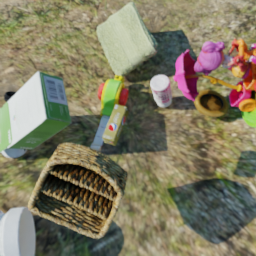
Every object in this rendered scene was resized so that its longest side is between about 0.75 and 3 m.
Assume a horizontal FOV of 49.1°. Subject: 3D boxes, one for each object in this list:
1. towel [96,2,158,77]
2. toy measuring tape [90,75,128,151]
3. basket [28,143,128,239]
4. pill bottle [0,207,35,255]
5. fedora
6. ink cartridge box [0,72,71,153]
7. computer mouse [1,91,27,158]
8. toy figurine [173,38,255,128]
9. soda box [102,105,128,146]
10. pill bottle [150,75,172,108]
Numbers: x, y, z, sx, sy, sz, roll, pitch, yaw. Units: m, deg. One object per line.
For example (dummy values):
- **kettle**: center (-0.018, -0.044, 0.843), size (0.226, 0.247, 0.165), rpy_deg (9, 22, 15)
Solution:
- **towel**: center (-0.130, -3.016, 9.572), size (1.805, 0.444, 2.433), rpy_deg (-33, 63, 22)
- **toy measuring tape**: center (-0.612, -0.629, 8.504), size (0.977, 0.977, 2.655), rpy_deg (14, 62, 8)
- **basket**: center (-0.882, 1.149, 5.361), size (1.584, 1.131, 1.180), rpy_deg (26, 37, -4)
- **pill bottle**: center (-3.633, 2.644, 6.184), size (2.823, 1.634, 1.634), rpy_deg (-8, 60, -5)
- **fedora**: center (2.564, -0.689, 8.829), size (1.120, 0.457, 1.120), rpy_deg (4, 57, -7)
- **ink cartridge box**: center (-2.713, -0.243, 7.619), size (2.591, 0.768, 1.345), rpy_deg (-30, 65, 34)
- **computer mouse**: center (-3.308, -0.251, 8.527), size (1.317, 0.527, 2.403), rpy_deg (-1, 59, -1)
- **toy figurine**: center (2.640, -1.509, 7.510), size (2.675, 2.907, 2.182), rpy_deg (11, 55, -6)
- **soda box**: center (-0.258, -0.059, 5.798), size (0.260, 0.275, 0.813), rpy_deg (15, 67, 17)
- **pill bottle**: center (1.044, -1.095, 8.604), size (0.574, 1.012, 0.574), rpy_deg (-7, 60, 13)
